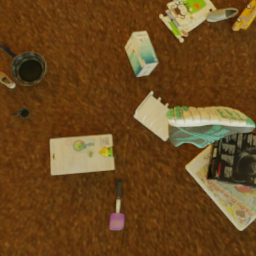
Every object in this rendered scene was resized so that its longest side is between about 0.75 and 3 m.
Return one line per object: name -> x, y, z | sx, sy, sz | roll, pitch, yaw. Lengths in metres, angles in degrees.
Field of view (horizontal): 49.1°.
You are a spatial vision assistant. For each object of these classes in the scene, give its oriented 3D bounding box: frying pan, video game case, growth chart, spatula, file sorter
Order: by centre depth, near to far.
spatula -> -0.347, 2.663, 9.853 | 0.498, 0.181, 1.761 | 4, 80, -1
video game case -> 3.931, 1.657, 9.951 | 2.583, 0.325, 2.838 | -39, 83, -6
file sorter -> 1.102, -0.428, 10.016 | 1.481, 0.922, 1.028 | 38, 83, 6
frying pan -> -3.994, -0.473, 10.430 | 0.726, 0.118, 0.439 | -33, 81, -4
frying pan -> -4.170, -2.354, 10.638 | 2.231, 0.363, 1.350 | 18, 80, 5
growth chart -> 2.333, -4.613, 11.110 | 2.241, 0.199, 1.622 | -42, 83, -9

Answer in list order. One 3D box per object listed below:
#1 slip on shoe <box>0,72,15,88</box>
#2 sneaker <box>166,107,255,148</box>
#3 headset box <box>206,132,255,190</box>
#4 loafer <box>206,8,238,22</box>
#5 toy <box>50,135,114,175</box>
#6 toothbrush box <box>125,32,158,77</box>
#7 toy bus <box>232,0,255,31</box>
slip on shoe -> -4.721, -1.853, 10.579 | 0.945, 0.286, 0.359 | 38, 82, 6
sneaker -> 2.547, 0.043, 8.963 | 2.792, 1.083, 1.273 | 3, 119, 0
headset box -> 4.060, 1.093, 9.412 | 2.449, 0.946, 1.822 | 10, 80, 2
loafer -> 3.658, -4.441, 10.929 | 1.213, 0.423, 0.424 | -14, 98, -2
toy -> -1.617, 0.968, 9.981 | 2.179, 0.514, 1.255 | -5, 78, 0
toothbrush box -> 0.474, -2.702, 10.304 | 0.562, 0.964, 1.317 | -13, 78, -24
toy bus -> 4.627, -4.344, 10.946 | 0.514, 0.427, 1.313 | 36, 82, 5
